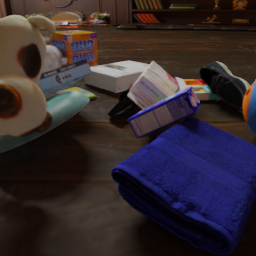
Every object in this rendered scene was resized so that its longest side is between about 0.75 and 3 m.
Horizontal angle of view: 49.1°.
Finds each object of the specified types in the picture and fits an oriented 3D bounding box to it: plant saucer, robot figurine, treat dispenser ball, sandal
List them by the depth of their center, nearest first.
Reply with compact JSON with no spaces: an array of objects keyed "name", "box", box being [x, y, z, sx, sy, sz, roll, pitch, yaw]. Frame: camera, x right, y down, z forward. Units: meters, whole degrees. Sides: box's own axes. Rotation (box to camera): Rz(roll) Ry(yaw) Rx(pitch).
[{"name":"plant saucer","box":[-2.268,-0.255,6.872,2.753,0.377,2.753,-23,19,9]},{"name":"treat dispenser ball","box":[3.894,-0.539,7.040,1.890,1.890,1.890,0,24,0]},{"name":"sandal","box":[0.025,-1.097,9.344,0.542,0.904,2.407,47,39,4]},{"name":"robot figurine","box":[-3.963,-3.298,13.762,1.938,1.290,2.285,-3,25,-2]}]

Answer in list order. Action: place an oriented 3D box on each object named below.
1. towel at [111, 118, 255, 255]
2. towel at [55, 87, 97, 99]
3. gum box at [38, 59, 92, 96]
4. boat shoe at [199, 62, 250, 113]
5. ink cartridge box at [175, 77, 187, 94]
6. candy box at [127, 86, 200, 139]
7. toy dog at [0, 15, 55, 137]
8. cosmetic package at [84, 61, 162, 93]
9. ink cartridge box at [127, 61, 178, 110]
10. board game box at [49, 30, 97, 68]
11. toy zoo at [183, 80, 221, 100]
[{"name":"towel","box":[1.325,0.852,5.265,2.146,0.720,2.906,30,36,25]},{"name":"towel","box":[-1.990,-1.267,10.682,1.028,0.163,1.431,-21,33,-40]},{"name":"gum box","box":[-2.590,-1.434,9.169,1.996,0.523,2.349,-29,10,-34]},{"name":"boat shoe","box":[3.314,-1.411,9.642,0.875,1.049,2.812,-9,41,-10]},{"name":"ink cartridge box","box":[1.763,-1.203,9.750,0.322,0.686,1.459,16,27,-7]},{"name":"candy box","box":[0.931,-0.400,7.038,1.559,0.600,1.318,-24,5,23]},{"name":"toy dog","box":[-2.236,-0.887,5.467,2.288,1.647,2.360,-20,62,5]},{"name":"cosmetic package","box":[-0.205,-2.345,12.396,2.796,0.722,2.108,-22,34,-40]},{"name":"ink cartridge box","box":[0.826,-1.223,8.760,1.179,0.683,2.024,39,33,-6]},{"name":"board game box","box":[-2.943,-4.248,15.205,1.817,1.817,1.818,-20,31,-38]},{"name":"toy zoo","box":[2.990,-1.538,11.089,2.909,0.298,1.909,-1,25,-4]}]
